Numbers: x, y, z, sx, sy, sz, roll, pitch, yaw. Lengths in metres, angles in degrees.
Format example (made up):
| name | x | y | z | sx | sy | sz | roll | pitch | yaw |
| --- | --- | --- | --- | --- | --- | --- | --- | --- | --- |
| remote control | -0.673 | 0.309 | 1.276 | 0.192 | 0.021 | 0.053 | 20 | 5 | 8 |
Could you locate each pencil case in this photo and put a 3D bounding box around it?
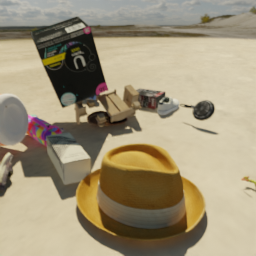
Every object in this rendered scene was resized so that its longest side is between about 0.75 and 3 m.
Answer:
| name | x | y | z | sx | sy | sz | roll | pitch | yaw |
| --- | --- | --- | --- | --- | --- | --- | --- | --- | --- |
| pencil case | -2.813 | 0.046 | 9.017 | 1.720 | 0.760 | 0.760 | 18 | 29 | 41 |

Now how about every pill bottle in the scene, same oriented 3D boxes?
| name | x | y | z | sx | sy | sz | roll | pitch | yaw |
| --- | --- | --- | --- | --- | --- | --- | --- | --- | --- |
| pill bottle | -4.542 | -0.166 | 8.334 | 2.744 | 1.503 | 1.503 | -4 | 21 | 16 |

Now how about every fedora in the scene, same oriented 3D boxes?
| name | x | y | z | sx | sy | sz | roll | pitch | yaw |
| --- | --- | --- | --- | --- | --- | --- | --- | --- | --- |
| fedora | 0.259 | 1.090 | 5.975 | 2.839 | 1.158 | 2.839 | 1 | 23 | 0 |

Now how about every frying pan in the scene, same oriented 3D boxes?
| name | x | y | z | sx | sy | sz | roll | pitch | yaw |
| --- | --- | --- | --- | --- | --- | --- | --- | --- | --- |
| frying pan | 2.573 | -0.813 | 10.312 | 0.226 | 0.841 | 1.391 | 37 | 10 | -49 |

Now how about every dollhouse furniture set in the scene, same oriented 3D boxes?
| name | x | y | z | sx | sy | sz | roll | pitch | yaw |
| --- | --- | --- | --- | --- | --- | --- | --- | --- | --- |
| dollhouse furniture set | -0.670 | -0.576 | 10.475 | 2.387 | 1.057 | 1.237 | -21 | 54 | -26 |

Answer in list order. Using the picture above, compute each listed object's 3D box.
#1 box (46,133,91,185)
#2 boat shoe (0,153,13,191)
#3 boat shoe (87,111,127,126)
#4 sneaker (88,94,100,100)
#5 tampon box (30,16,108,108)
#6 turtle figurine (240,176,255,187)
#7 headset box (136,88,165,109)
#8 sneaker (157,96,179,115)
| name | x | y | z | sx | sy | sz | roll | pitch | yaw |
| --- | --- | --- | --- | --- | --- | --- | --- | --- | --- |
| box | -1.625 | 0.750 | 7.475 | 0.740 | 0.616 | 1.801 | -10 | 24 | -27 |
| boat shoe | -3.028 | 1.093 | 6.879 | 0.392 | 0.435 | 1.209 | 25 | 25 | -16 |
| boat shoe | -0.754 | -0.347 | 10.260 | 1.474 | 0.519 | 0.518 | -7 | 20 | -16 |
| sneaker | -2.084 | -1.691 | 13.301 | 0.825 | 0.742 | 2.006 | -18 | 20 | -38 |
| tampon box | -2.034 | -2.314 | 9.928 | 1.845 | 2.461 | 1.554 | -23 | 39 | -9 |
| turtle figurine | 3.182 | 1.301 | 6.595 | 0.901 | 0.290 | 0.727 | 7 | 15 | 37 |
| headset box | 0.921 | -1.321 | 12.546 | 1.483 | 0.573 | 1.104 | 13 | 26 | 25 |
| sneaker | 1.749 | -1.046 | 11.862 | 0.603 | 0.585 | 1.652 | 11 | 25 | 25 |
